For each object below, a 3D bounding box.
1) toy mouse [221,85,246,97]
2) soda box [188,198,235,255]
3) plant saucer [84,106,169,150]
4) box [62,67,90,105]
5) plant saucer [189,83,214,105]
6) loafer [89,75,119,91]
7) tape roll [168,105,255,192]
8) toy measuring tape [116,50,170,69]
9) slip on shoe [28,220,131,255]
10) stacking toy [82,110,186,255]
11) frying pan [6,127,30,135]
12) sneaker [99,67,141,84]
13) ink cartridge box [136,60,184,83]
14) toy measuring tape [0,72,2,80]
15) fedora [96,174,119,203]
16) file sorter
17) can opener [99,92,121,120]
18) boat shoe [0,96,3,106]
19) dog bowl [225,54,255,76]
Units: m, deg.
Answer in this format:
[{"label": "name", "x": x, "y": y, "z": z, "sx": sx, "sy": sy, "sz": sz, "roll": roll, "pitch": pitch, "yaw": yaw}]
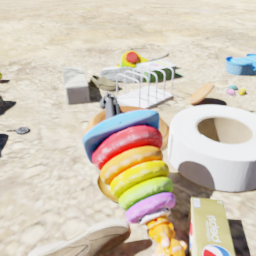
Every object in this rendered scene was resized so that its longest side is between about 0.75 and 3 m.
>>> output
[{"label": "toy mouse", "x": 4.389, "y": -1.596, "z": 11.724, "sx": 1.014, "sy": 0.221, "sz": 1.141, "roll": 24, "pitch": 38, "yaw": 34}, {"label": "soda box", "x": 1.456, "y": 2.221, "z": 4.944, "sx": 0.657, "sy": 0.695, "sz": 2.054, "roll": 4, "pitch": 31, "yaw": 7}, {"label": "plant saucer", "x": -0.035, "y": -0.021, "z": 8.855, "sx": 2.703, "sy": 0.506, "sz": 2.703, "roll": 0, "pitch": 32, "yaw": 0}, {"label": "box", "x": -2.178, "y": -1.798, "z": 11.534, "sx": 0.918, "sy": 0.764, "sz": 2.234, "roll": -8, "pitch": 32, "yaw": -13}, {"label": "plant saucer", "x": 2.752, "y": -1.312, "z": 10.588, "sx": 0.181, "sy": 1.121, "sz": 1.121, "roll": 47, "pitch": 35, "yaw": -9}, {"label": "loafer", "x": -1.070, "y": -1.949, "z": 12.053, "sx": 1.434, "sy": 0.484, "sz": 0.545, "roll": 12, "pitch": 33, "yaw": 19}, {"label": "tape roll", "x": 2.508, "y": 0.422, "z": 7.630, "sx": 2.839, "sy": 0.993, "sz": 2.839, "roll": 0, "pitch": 32, "yaw": 0}, {"label": "toy measuring tape", "x": 0.621, "y": -3.426, "z": 13.666, "sx": 2.884, "sy": 1.061, "sz": 1.061, "roll": -26, "pitch": 38, "yaw": -15}, {"label": "slip on shoe", "x": -0.793, "y": 2.217, "z": 4.931, "sx": 1.893, "sy": 0.720, "sz": 0.573, "roll": -12, "pitch": 32, "yaw": -16}, {"label": "stacking toy", "x": 0.337, "y": 1.254, "z": 5.447, "sx": 1.677, "sy": 1.585, "sz": 2.889, "roll": -20, "pitch": 62, "yaw": -8}, {"label": "frying pan", "x": -3.547, "y": 0.049, "z": 9.129, "sx": 0.750, "sy": 0.122, "sz": 0.454, "roll": 15, "pitch": 34, "yaw": 18}, {"label": "sneaker", "x": -0.318, "y": -2.493, "z": 12.799, "sx": 1.950, "sy": 0.745, "sz": 0.785, "roll": 6, "pitch": 22, "yaw": 8}, {"label": "ink cartridge box", "x": 1.537, "y": -2.736, "z": 13.229, "sx": 2.084, "sy": 0.618, "sz": 1.082, "roll": -16, "pitch": 35, "yaw": -25}, {"label": "toy measuring tape", "x": -6.129, "y": -2.453, "z": 12.786, "sx": 1.301, "sy": 0.478, "sz": 0.478, "roll": 23, "pitch": 38, "yaw": 29}, {"label": "fedora", "x": 0.045, "y": 1.088, "z": 6.845, "sx": 1.668, "sy": 0.680, "sz": 1.668, "roll": 1, "pitch": 31, "yaw": 0}, {"label": "file sorter", "x": 0.639, "y": -1.632, "z": 10.822, "sx": 1.979, "sy": 1.232, "sz": 1.373, "roll": -26, "pitch": 40, "yaw": -36}, {"label": "can opener", "x": -0.594, "y": -0.554, "z": 9.124, "sx": 0.514, "sy": 0.644, "sz": 1.925, "roll": 31, "pitch": 27, "yaw": -24}, {"label": "boat shoe", "x": -5.484, "y": -0.838, "z": 9.783, "sx": 0.977, "sy": 0.926, "sz": 2.580, "roll": 7, "pitch": 32, "yaw": 11}, {"label": "dog bowl", "x": 5.947, "y": -3.143, "z": 13.911, "sx": 2.485, "sy": 0.616, "sz": 1.385, "roll": -13, "pitch": 33, "yaw": -19}]
